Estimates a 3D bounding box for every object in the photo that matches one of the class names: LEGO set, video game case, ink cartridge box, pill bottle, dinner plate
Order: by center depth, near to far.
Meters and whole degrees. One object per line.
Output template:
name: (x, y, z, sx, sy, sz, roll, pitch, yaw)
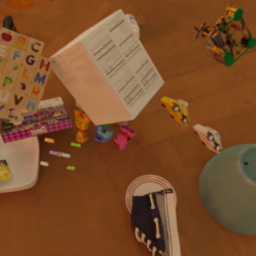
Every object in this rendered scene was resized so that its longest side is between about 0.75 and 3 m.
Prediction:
LEGO set: (2.649, -2.592, 7.817, 1.315, 1.710, 0.991, -51, 41, 13)
dinner plate: (0.722, 2.266, 8.903, 1.606, 0.195, 1.606, -1, 55, 1)
ink cartridge box: (-4.317, 1.417, 9.141, 0.829, 0.195, 0.820, -1, 46, -46)
video game case: (-3.319, -0.352, 9.997, 2.259, 0.405, 2.048, -15, 32, -17)
LEGO set: (-1.214, 0.098, 10.013, 2.720, 1.116, 1.038, 32, 30, 25)
pill bottle: (0.115, -4.763, 13.422, 0.730, 0.730, 1.300, -11, 56, -7)

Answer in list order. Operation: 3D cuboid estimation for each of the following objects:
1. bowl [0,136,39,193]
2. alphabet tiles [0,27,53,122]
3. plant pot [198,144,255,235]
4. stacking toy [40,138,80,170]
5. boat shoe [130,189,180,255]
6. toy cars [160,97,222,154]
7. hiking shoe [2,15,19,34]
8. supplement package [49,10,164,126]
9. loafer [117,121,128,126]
bowl: (-3.929, 1.217, 9.277, 2.059, 0.770, 2.062, -6, 57, -5)
alphabet tiles: (-3.023, -1.339, 7.177, 1.817, 0.069, 2.184, 19, 92, -10)
plant pot: (3.679, 1.549, 8.397, 2.746, 1.849, 2.746, 0, 55, 0)
stacking toy: (-1.852, 0.719, 7.626, 0.969, 0.228, 0.731, 10, 76, -1)
boat shoe: (0.754, 3.145, 7.822, 1.305, 1.051, 2.815, -5, 58, 7)
toy cars: (1.485, -0.136, 6.280, 1.786, 0.801, 0.395, 41, 85, 5)
hiking shoe: (-3.680, -2.913, 9.472, 0.867, 1.722, 0.652, -16, 29, -24)
supplement package: (-0.599, -1.596, 8.003, 1.819, 2.397, 1.806, -7, 35, 49)
loafer: (-0.316, -0.677, 10.780, 0.493, 0.431, 1.371, -10, 56, -7)
